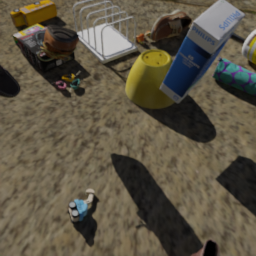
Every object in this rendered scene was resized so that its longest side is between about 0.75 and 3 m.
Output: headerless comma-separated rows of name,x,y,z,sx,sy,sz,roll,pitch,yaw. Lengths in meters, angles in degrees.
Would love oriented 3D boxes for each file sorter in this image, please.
file sorter,-1.058,-4.441,12.375,1.835,1.647,2.644,-26,53,-22

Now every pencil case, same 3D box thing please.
pencil case,4.267,-1.953,10.660,2.000,0.851,0.924,33,78,25

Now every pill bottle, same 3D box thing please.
pill bottle,5.929,-2.853,11.120,1.368,1.368,2.504,-26,53,-22

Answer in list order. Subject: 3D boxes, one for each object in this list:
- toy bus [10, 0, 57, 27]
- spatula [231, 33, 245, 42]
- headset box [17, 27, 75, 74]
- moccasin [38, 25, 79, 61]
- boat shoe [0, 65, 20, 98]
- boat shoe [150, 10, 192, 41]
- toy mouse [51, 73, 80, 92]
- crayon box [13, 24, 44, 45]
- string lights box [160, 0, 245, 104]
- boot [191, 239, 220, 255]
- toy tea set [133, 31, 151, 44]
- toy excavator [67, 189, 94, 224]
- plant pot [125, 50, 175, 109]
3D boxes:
toy bus,-4.758,-5.755,14.183,2.169,0.706,0.849,-36,58,-28
spatula,5.559,-4.014,12.828,2.952,0.303,0.834,33,29,31
headset box,-3.569,-3.442,12.020,1.590,0.825,2.137,-33,57,-26
moccasin,-2.022,-2.344,7.935,0.953,1.005,2.605,7,15,-28
boat shoe,-3.279,-1.321,6.420,0.627,1.934,0.696,18,68,48
boat shoe,2.073,-4.790,13.148,0.951,1.003,2.648,34,58,25
toy mouse,-2.302,-1.654,10.808,1.226,0.237,1.090,-15,50,-13
crayon box,-4.469,-4.256,13.017,0.851,0.418,1.434,33,56,26
string lights box,1.882,-1.923,7.558,0.773,2.620,1.346,41,62,10
boot,1.050,3.306,5.316,0.776,1.784,2.144,24,52,20
toy tea set,0.757,-4.219,13.122,1.020,0.377,0.606,-27,24,-18
toy excavator,-1.201,2.058,7.446,0.804,0.401,0.782,-8,46,-25
plant pot,0.950,-1.949,10.238,2.087,1.482,2.087,0,48,0
